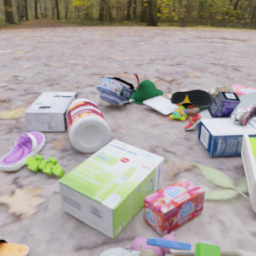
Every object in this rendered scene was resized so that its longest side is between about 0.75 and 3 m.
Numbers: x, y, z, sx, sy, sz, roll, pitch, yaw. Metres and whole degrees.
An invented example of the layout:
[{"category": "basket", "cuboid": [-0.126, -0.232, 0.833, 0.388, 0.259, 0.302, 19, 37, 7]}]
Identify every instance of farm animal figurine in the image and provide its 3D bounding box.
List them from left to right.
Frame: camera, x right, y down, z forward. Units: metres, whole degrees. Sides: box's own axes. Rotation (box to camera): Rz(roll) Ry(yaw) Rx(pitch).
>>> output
[{"category": "farm animal figurine", "cuboid": [0.640, 2.473, 3.878, 2.981, 1.499, 2.407, 21, 33, 37]}]

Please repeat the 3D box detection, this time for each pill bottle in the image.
[{"category": "pill bottle", "cuboid": [-1.489, -0.196, 9.777, 1.300, 1.300, 2.301, -7, 26, -15]}]

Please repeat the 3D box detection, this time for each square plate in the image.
[{"category": "square plate", "cuboid": [1.542, -0.977, 12.521, 1.320, 0.188, 1.308, 31, 37, 33]}]

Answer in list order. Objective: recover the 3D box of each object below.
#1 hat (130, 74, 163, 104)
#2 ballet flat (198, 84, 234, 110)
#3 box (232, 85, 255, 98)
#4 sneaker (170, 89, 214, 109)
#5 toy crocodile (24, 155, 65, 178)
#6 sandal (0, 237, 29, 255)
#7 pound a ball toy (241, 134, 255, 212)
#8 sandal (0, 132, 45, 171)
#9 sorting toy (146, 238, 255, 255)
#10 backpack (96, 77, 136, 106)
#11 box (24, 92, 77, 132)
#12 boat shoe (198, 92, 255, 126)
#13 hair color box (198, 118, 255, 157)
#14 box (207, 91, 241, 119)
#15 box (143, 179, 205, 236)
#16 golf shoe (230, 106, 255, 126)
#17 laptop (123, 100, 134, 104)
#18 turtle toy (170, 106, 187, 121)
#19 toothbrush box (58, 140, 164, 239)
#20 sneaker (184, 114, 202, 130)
[{"category": "hat", "cuboid": [0.774, -2.228, 13.267, 1.656, 1.760, 1.999, -20, 32, -12]}, {"category": "ballet flat", "cuboid": [3.625, -1.291, 11.628, 0.804, 0.745, 2.281, 6, -8, -18]}, {"category": "box", "cuboid": [5.184, -1.074, 11.968, 1.095, 1.010, 2.135, -21, 32, -37]}, {"category": "sneaker", "cuboid": [2.831, -1.150, 11.793, 0.941, 0.731, 2.091, 16, -5, -43]}, {"category": "toy crocodile", "cuboid": [-2.418, 1.101, 8.087, 1.397, 0.431, 0.472, 8, 62, 26]}, {"category": "sandal", "cuboid": [-2.531, 2.345, 5.541, 1.113, 0.319, 0.426, 0, 25, -1]}, {"category": "pound a ball toy", "cuboid": [3.861, 1.221, 6.798, 1.844, 1.201, 2.827, 1, 24, 15]}, {"category": "sandal", "cuboid": [-3.326, 0.557, 9.004, 0.979, 0.591, 2.405, 0, 25, 0]}, {"category": "sorting toy", "cuboid": [1.730, 2.155, 4.305, 2.996, 0.408, 1.687, 19, -26, -22]}, {"category": "backpack", "cuboid": [-0.703, -1.653, 12.550, 1.434, 1.159, 1.505, 34, -16, -33]}, {"category": "box", "cuboid": [-3.060, -0.737, 11.470, 1.510, 0.778, 2.589, 1, 24, 2]}, {"category": "boat shoe", "cuboid": [4.007, -0.485, 10.853, 2.755, 0.831, 1.042, -18, 35, 9]}, {"category": "hair color box", "cuboid": [3.859, 0.276, 9.317, 2.716, 0.822, 1.358, -2, 25, -4]}, {"category": "box", "cuboid": [3.374, -0.782, 9.910, 0.694, 0.939, 0.490, 2, 48, -17]}, {"category": "box", "cuboid": [1.046, 1.754, 6.343, 1.339, 0.639, 0.667, -15, 26, -34]}, {"category": "golf shoe", "cuboid": [3.899, -0.501, 9.444, 0.592, 0.467, 1.286, 21, 32, 34]}, {"category": "laptop", "cuboid": [-0.335, -1.454, 13.319, 0.834, 0.517, 0.891, -20, 16, -34]}, {"category": "turtle toy", "cuboid": [2.141, -0.612, 11.671, 0.623, 0.432, 0.855, 11, 27, 22]}, {"category": "toothbrush box", "cuboid": [-0.337, 1.340, 6.813, 1.577, 0.932, 2.166, 19, 33, 30]}, {"category": "sneaker", "cuboid": [2.401, -0.235, 10.610, 0.835, 0.354, 0.321, -38, 14, -8]}]
